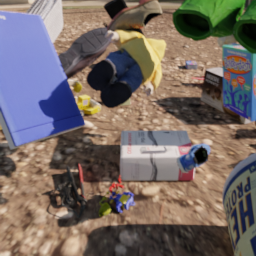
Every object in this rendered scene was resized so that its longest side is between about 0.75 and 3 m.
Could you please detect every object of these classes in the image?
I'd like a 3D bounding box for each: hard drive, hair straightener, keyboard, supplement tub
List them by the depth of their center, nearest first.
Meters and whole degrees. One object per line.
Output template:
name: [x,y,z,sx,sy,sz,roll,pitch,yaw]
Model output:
supplement tub: [2.692,1.887,4.130,2.165,2.165,2.986,4,29,7]
hard drive: [-2.115,-1.103,5.881,0.349,2.753,1.816,-23,-1,39]
hair straightener: [-1.379,1.515,6.777,0.651,0.346,1.691,-8,35,-12]
keyboard: [-0.243,-3.321,9.171,1.097,1.726,0.178,-19,44,23]

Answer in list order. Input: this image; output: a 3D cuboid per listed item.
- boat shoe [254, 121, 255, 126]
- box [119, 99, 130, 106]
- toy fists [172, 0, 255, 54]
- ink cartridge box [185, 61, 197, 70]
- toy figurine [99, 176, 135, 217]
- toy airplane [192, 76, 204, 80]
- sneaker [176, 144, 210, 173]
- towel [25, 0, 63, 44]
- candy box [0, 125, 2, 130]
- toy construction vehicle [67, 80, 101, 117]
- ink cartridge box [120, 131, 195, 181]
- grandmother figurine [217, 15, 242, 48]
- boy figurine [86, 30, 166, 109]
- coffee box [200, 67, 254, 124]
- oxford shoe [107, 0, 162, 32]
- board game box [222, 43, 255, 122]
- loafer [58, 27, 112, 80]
boat shoe: [5.358,-0.193,9.220,2.304,0.823,0.757,-5,34,-1]
box: [-0.297,-1.358,11.257,0.744,0.846,0.409,-4,30,-6]
toy fists: [2.057,-2.034,5.167,2.395,0.823,1.221,27,63,36]
ink cartridge box: [3.501,-3.530,15.680,0.552,0.309,0.810,0,28,0]
toy figurine: [-0.157,1.631,6.319,0.610,0.537,1.018,18,35,19]
toy airplane: [4.026,-2.339,13.479,2.050,0.377,2.050,0,29,0]
sneaker: [1.439,0.575,5.619,0.497,0.438,1.115,-24,0,39]
towel: [-2.290,-2.868,7.647,0.609,1.177,1.422,17,59,0]
candy box: [-4.343,-0.533,10.184,0.976,0.473,1.674,-6,28,-9]
toy construction vehicle: [-2.639,-0.987,10.438,2.819,0.993,2.455,-19,34,-29]
ink cartridge box: [0.739,0.714,7.621,1.908,0.809,1.389,-2,29,0]
grandmother figurine: [3.388,-2.612,7.518,2.045,1.240,0.619,-7,42,41]
boy figurine: [0.117,-1.550,6.437,0.861,1.662,2.674,-31,14,38]
coffee box: [3.963,-1.320,10.663,0.958,1.357,2.400,-13,33,-24]
oxford shoe: [0.130,-2.420,6.288,1.316,0.492,0.464,-28,-9,18]
board game box: [2.906,-1.192,7.128,0.388,1.722,1.310,-13,24,-8]
loafer: [-1.351,-2.122,8.226,2.155,0.679,0.775,-37,73,-3]
